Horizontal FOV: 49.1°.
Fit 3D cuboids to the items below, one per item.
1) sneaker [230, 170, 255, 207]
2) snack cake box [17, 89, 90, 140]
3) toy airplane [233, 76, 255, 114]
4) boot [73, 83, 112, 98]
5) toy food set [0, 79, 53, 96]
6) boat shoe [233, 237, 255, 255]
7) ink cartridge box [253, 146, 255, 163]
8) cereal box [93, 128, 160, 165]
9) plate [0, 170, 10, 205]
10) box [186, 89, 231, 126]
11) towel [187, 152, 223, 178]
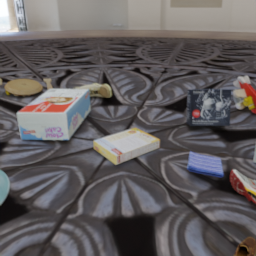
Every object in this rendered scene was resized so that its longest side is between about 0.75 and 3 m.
[{"bbox_3d":[2.768,1.358,6.407,0.439,0.416,1.069,-21,47,-22],"label":"sneaker"},{"bbox_3d":[-2.501,-0.583,10.071,1.654,0.966,2.876,2,23,7],"label":"snack cake box"},{"bbox_3d":[4.826,-1.291,11.483,1.666,1.176,1.659,31,36,-11],"label":"toy airplane"},{"bbox_3d":[-1.691,-1.642,12.907,1.368,0.637,1.769,-16,23,-33],"label":"boot"},{"bbox_3d":[-5.135,-1.921,13.829,2.718,0.545,1.876,-3,31,-20],"label":"toy food set"},{"bbox_3d":[2.073,2.171,4.939,0.287,0.269,0.797,20,31,38],"label":"boat shoe"},{"bbox_3d":[4.649,0.633,7.671,1.941,0.804,1.414,18,30,34],"label":"ink cartridge box"},{"bbox_3d":[-0.047,0.505,8.529,1.673,0.331,1.203,-17,30,-33],"label":"cereal box"},{"bbox_3d":[-4.267,1.490,6.327,2.928,0.374,2.928,-1,25,0],"label":"plate"},{"bbox_3d":[2.806,-0.732,9.867,1.393,1.269,0.725,0,7,1],"label":"box"},{"bbox_3d":[2.030,0.935,7.387,0.886,0.146,1.224,11,17,12],"label":"towel"}]
